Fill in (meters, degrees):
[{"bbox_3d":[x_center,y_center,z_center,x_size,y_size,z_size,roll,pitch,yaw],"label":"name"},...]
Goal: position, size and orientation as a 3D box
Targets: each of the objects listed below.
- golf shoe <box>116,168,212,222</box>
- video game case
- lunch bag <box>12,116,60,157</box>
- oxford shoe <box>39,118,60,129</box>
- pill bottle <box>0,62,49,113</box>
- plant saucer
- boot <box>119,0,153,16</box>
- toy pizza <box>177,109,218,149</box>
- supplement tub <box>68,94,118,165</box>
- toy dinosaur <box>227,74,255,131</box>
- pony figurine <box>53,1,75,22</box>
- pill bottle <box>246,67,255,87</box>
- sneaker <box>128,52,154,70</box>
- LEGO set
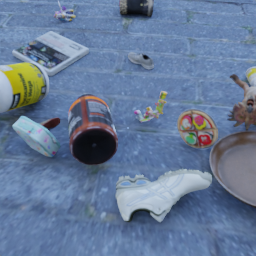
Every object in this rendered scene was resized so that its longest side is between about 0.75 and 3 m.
[{"bbox_3d":[0.851,1.592,6.430,2.250,0.881,1.094,-10,61,5],"label":"golf shoe"},{"bbox_3d":[-3.029,-2.977,11.000,2.210,0.258,2.009,30,54,24],"label":"video game case"},{"bbox_3d":[-2.407,0.212,7.385,1.254,1.006,0.484,20,60,34],"label":"lunch bag"},{"bbox_3d":[-2.397,-0.135,8.336,0.788,0.277,0.295,-28,34,-37],"label":"oxford shoe"},{"bbox_3d":[-3.489,-1.165,8.145,1.269,1.269,2.257,21,26,19],"label":"pill bottle"},{"bbox_3d":[3.374,1.046,6.918,2.680,0.430,2.680,-2,39,2],"label":"plant saucer"},{"bbox_3d":[0.380,-6.125,13.597,1.592,0.774,2.114,0,53,-1],"label":"boot"},{"bbox_3d":[1.818,0.063,7.503,1.202,1.202,0.190,31,42,25],"label":"toy pizza"},{"bbox_3d":[-0.996,-0.107,7.515,1.189,1.189,2.223,-8,33,-7],"label":"supplement tub"},{"bbox_3d":[3.676,-0.539,7.922,2.504,1.075,1.697,22,71,-33],"label":"toy dinosaur"},{"bbox_3d":[-3.000,-5.308,12.927,0.961,0.800,0.928,-3,55,-23],"label":"pony figurine"},{"bbox_3d":[4.400,-1.684,9.652,0.458,0.458,0.822,0,48,0],"label":"pill bottle"},{"bbox_3d":[0.506,-2.648,10.529,1.156,0.474,0.432,30,54,25],"label":"sneaker"},{"bbox_3d":[0.686,-0.516,8.118,0.468,1.256,0.578,-27,82,-52],"label":"LEGO set"}]
